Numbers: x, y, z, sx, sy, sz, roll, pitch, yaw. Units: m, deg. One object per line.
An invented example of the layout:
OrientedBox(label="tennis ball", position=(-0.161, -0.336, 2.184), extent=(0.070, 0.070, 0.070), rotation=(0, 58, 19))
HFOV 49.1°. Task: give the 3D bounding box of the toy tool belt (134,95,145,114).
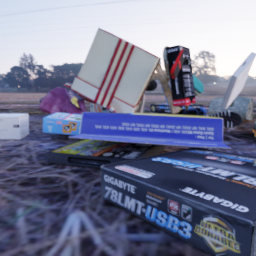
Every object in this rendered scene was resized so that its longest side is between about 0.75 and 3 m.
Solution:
OrientedBox(label="toy tool belt", position=(-0.021, -1.603, 13.897), extent=(1.536, 2.460, 1.512), rotation=(-12, -17, 33))

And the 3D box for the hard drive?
OrientedBox(label="hard drive", position=(3.990, -1.662, 10.193), extent=(0.256, 1.287, 1.951), rotation=(36, -19, 22))

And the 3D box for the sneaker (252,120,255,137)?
OrientedBox(label="sneaker", position=(4.735, -0.130, 9.625), extent=(0.798, 0.788, 2.039), rotation=(1, 6, 22))

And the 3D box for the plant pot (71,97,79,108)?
OrientedBox(label="plant pot", position=(-3.156, -0.932, 14.714), extent=(1.238, 1.238, 1.165), rotation=(-1, 24, -6))

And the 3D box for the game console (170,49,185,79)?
OrientedBox(label="game console", position=(1.490, -1.895, 8.424), extent=(0.133, 0.756, 0.855), rotation=(24, 1, 14))

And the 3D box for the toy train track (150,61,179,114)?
OrientedBox(label="toy train track", position=(1.598, -1.839, 11.818), extent=(1.499, 2.614, 0.425), rotation=(-14, -19, -9))

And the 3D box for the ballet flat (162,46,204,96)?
OrientedBox(label="ballet flat", position=(2.071, -2.164, 11.614), extent=(0.911, 0.986, 2.923), rotation=(-12, -40, 43))

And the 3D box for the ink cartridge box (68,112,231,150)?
OrientedBox(label="ink cartridge box", position=(0.528, -0.018, 6.382), extent=(2.932, 0.697, 2.967), rotation=(3, -1, 7))

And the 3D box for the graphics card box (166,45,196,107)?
OrientedBox(label="graphics card box", position=(1.981, -1.898, 10.343), extent=(0.545, 2.141, 1.343), rotation=(-3, 8, 30))

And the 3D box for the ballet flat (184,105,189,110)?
OrientedBox(label="ballet flat", position=(2.429, -1.129, 11.825), extent=(0.284, 0.787, 0.267), rotation=(8, -9, -5))

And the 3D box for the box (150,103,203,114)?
OrientedBox(label="box", position=(3.412, -1.409, 19.935), extent=(2.710, 0.673, 2.690), rotation=(-5, 8, -31))

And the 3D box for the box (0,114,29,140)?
OrientedBox(label="box", position=(-3.957, -0.061, 9.155), extent=(1.136, 0.746, 1.142), rotation=(-1, 7, -5))

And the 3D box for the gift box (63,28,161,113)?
OrientedBox(label="gift box", position=(-0.542, -1.971, 10.708), extent=(2.761, 2.794, 2.992), rotation=(28, 17, 7))

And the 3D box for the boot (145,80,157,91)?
OrientedBox(label="boot", position=(0.442, -2.384, 13.027), extent=(1.778, 0.708, 2.157), rotation=(22, 0, 10))

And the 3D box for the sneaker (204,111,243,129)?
OrientedBox(label="sneaker", position=(3.677, -0.294, 11.044), extent=(1.729, 0.654, 0.999), rotation=(-2, -2, 34))

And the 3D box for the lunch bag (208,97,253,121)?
OrientedBox(label="lunch bag", position=(5.124, -0.920, 13.924), extent=(1.776, 1.273, 2.165), rotation=(4, 13, 30))

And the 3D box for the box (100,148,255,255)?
OrientedBox(label="box", position=(1.132, 0.766, 3.717), extent=(2.191, 0.549, 2.208), rotation=(-5, 8, -39))

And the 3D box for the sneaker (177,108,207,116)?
OrientedBox(label="sneaker", position=(3.565, -0.814, 15.817), extent=(0.691, 0.622, 1.775), rotation=(-10, 6, -34))

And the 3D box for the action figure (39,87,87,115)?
OrientedBox(label="action figure", position=(-2.360, -0.558, 11.204), extent=(2.452, 1.642, 1.825), rotation=(34, -4, 22))

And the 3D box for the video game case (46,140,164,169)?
OrientedBox(label="video game case", position=(-0.387, 0.530, 6.467), extent=(1.979, 0.279, 2.190), rotation=(3, 9, 21))

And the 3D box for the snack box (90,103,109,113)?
OrientedBox(label="snack box", position=(-1.400, -1.090, 13.861), extent=(0.901, 1.551, 0.288), rotation=(-3, 12, -28))

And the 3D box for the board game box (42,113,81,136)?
OrientedBox(label="board game box", position=(-1.183, -0.084, 9.348), extent=(2.819, 0.516, 2.132), rotation=(5, 7, -5))
